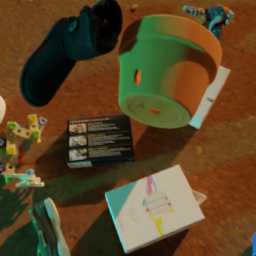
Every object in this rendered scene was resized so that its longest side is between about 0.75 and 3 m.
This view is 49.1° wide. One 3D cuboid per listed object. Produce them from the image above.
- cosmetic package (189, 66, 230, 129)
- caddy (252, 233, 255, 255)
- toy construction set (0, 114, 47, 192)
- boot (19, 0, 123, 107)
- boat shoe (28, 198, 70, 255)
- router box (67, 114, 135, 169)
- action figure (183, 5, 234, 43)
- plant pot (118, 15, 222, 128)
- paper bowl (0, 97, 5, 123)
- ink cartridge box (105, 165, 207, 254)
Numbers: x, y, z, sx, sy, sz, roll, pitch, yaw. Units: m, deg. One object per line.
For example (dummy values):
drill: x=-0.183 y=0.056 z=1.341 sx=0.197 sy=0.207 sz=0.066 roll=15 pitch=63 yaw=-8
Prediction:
cosmetic package: x=2.486 y=-1.250 z=9.834 sx=1.269 sy=0.913 sz=2.250 roll=27 pitch=68 yaw=14
caddy: x=3.972 y=3.246 z=7.436 sx=1.117 sy=1.580 sz=0.829 roll=11 pitch=48 yaw=5
toy construction set: x=-3.393 y=0.789 z=8.854 sx=1.635 sy=1.149 sz=2.494 roll=3 pitch=70 yaw=-26
boot: x=-1.450 y=-1.855 z=7.025 sx=2.387 sy=1.085 sz=2.841 roll=4 pitch=66 yaw=48
boat shoe: x=-2.160 y=3.209 z=7.795 sx=0.733 sy=0.877 sz=2.453 roll=-21 pitch=61 yaw=-10
router box: x=-0.912 y=0.423 z=9.248 sx=2.142 sy=0.547 sz=1.597 roll=-5 pitch=65 yaw=-2
action figure: x=3.282 y=-4.298 z=11.246 sx=1.934 sy=1.046 sz=1.999 roll=-5 pitch=65 yaw=7
plant pot: x=0.877 y=-1.184 z=7.140 sx=2.664 sy=2.664 sz=1.865 roll=13 pitch=71 yaw=6
paper bowl: x=-4.869 y=-0.424 z=8.897 sx=2.392 sy=1.244 sz=2.392 roll=-26 pitch=48 yaw=33
ink cartridge box: x=0.805 y=2.253 z=7.820 sx=2.477 sy=1.592 sz=1.551 roll=-19 pitch=66 yaw=-10
